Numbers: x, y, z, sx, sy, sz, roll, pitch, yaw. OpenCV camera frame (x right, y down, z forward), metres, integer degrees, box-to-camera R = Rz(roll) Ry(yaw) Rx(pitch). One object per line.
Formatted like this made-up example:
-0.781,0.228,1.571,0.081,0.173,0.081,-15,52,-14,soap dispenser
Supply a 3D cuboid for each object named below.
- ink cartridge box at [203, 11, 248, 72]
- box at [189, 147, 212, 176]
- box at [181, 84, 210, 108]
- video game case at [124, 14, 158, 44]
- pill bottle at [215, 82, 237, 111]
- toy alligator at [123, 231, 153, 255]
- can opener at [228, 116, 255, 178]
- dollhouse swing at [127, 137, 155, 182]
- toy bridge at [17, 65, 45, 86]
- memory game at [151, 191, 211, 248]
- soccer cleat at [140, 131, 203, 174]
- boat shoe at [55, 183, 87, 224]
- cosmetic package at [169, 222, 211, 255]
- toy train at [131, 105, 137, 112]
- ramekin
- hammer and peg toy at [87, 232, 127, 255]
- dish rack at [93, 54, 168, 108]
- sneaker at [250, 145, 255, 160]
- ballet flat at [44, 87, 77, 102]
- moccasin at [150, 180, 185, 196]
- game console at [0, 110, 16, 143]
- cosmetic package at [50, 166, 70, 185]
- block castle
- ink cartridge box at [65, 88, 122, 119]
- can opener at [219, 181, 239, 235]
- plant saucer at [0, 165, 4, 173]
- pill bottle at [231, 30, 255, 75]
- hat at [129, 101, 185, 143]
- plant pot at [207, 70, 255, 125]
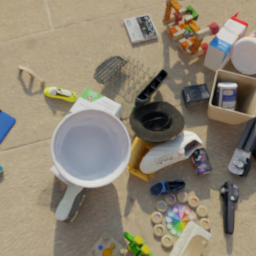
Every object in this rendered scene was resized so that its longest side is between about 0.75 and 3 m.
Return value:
4.393,-3.790,12.298,0.820,1.417,2.440,34,72,20,ink cartridge box
2.751,1.278,10.670,0.554,0.481,0.906,-11,63,-5,box
2.837,-1.361,11.785,0.997,0.534,0.740,-9,67,-4,box
0.610,-4.768,13.435,1.302,0.167,1.433,-15,67,-6,video game case
3.899,-1.096,11.185,0.746,1.345,0.746,-2,22,1,pill bottle
0.581,4.251,9.391,0.533,0.582,1.963,-9,50,-50,toy alligator
4.499,0.703,10.590,0.620,0.783,2.357,23,92,50,can opener
0.611,1.121,10.435,1.141,1.104,1.256,26,69,11,dollhouse swing
-4.255,-2.363,12.238,1.465,0.492,0.199,31,70,13,toy bridge
1.897,3.344,10.011,2.150,0.137,2.150,0,67,0,memory game
1.584,0.950,10.357,2.516,0.872,0.976,-31,34,-12,soccer cleat
-1.878,2.456,10.140,0.710,0.594,1.987,5,58,40,boat shoe
1.956,3.997,9.184,0.580,0.859,1.633,35,78,-1,cosmetic package
0.559,-1.187,11.766,0.323,0.436,1.546,27,70,11,toy train
-1.314,0.696,9.543,2.579,1.354,2.579,2,83,-15,ramekin
-0.864,4.377,9.370,1.071,0.513,1.456,36,72,14,hammer and peg toy
0.023,-2.146,11.664,2.729,0.744,2.093,34,56,12,dish rack
5.146,0.951,10.841,0.810,0.467,1.554,10,41,-25,sneaker
-2.894,-1.494,11.860,1.510,0.506,0.505,16,68,7,ballet flat
1.450,2.133,10.350,1.344,0.458,0.541,-16,68,-7,moccasin
-5.461,-0.090,11.478,1.079,0.748,1.265,11,63,38,game console
-2.275,1.529,10.453,0.738,0.742,0.887,35,71,14,cosmetic package
2.783,-4.614,12.460,1.287,1.833,2.743,-28,70,-12,block castle
-1.524,-0.168,11.045,1.667,0.960,2.284,28,70,11,ink cartridge box
3.625,2.820,9.987,0.740,0.597,1.883,9,67,3,can opener
-5.992,1.121,10.906,2.651,0.251,0.927,37,72,15,plant saucer
5.727,-3.432,11.908,2.667,1.552,1.552,-33,70,-30,pill bottle
1.134,-0.034,10.908,2.246,0.906,2.246,-5,44,5,hat
4.027,-1.037,11.135,1.684,1.491,1.682,15,68,8,plant pot
